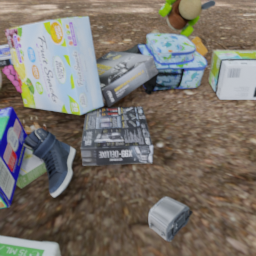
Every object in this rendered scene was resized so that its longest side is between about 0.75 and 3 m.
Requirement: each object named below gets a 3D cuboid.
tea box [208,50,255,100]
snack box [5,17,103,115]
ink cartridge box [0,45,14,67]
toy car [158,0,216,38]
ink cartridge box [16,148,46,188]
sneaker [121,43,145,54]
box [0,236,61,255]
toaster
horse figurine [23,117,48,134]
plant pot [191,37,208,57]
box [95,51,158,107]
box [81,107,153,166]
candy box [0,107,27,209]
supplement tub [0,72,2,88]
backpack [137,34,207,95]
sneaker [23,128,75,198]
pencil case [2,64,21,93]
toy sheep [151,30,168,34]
[{"bbox_3d":[4.085,-1.938,10.054,1.907,1.274,1.877,0,29,0],"label":"tea box"},{"bbox_3d":[-2.183,-1.758,8.074,2.884,2.432,0.976,8,25,39],"label":"snack box"},{"bbox_3d":[-5.573,-3.606,13.650,2.186,0.520,2.212,-17,33,-20],"label":"ink cartridge box"},{"bbox_3d":[2.273,-4.444,10.209,1.756,1.443,1.386,-20,37,60],"label":"toy car"},{"bbox_3d":[-2.196,0.694,6.532,1.050,0.346,1.443,22,40,33],"label":"ink cartridge box"},{"bbox_3d":[-0.092,-2.966,12.050,1.335,1.117,2.942,9,31,22],"label":"sneaker"},{"bbox_3d":[-1.616,2.115,2.824,1.648,1.656,1.419,6,33,8],"label":"box"},{"bbox_3d":[0.723,1.562,4.953,0.515,0.453,0.797,23,41,37],"label":"toaster"},{"bbox_3d":[-2.708,-0.029,7.772,0.781,0.195,0.517,-22,77,-36],"label":"horse figurine"},{"bbox_3d":[3.210,-3.616,13.061,0.837,0.914,0.914,45,44,8],"label":"plant pot"},{"bbox_3d":[-0.604,-1.764,9.416,2.063,0.629,2.604,-37,34,-19],"label":"box"},{"bbox_3d":[-0.314,0.132,7.288,1.655,0.522,2.098,-3,30,-4],"label":"box"},{"bbox_3d":[-3.461,0.739,5.393,2.526,0.973,2.136,-15,35,-1],"label":"candy box"},{"bbox_3d":[-5.744,-1.661,8.946,2.672,1.937,1.937,10,32,17],"label":"supplement tub"},{"bbox_3d":[1.638,-2.429,10.385,2.366,1.739,2.165,-1,40,-16],"label":"backpack"},{"bbox_3d":[-1.699,0.652,5.801,0.590,1.120,1.551,-41,26,15],"label":"sneaker"},{"bbox_3d":[-3.953,-1.713,9.801,0.457,0.977,0.443,22,58,40],"label":"pencil case"},{"bbox_3d":[1.353,-3.390,11.929,1.101,1.597,1.101,-20,24,9],"label":"toy sheep"}]
